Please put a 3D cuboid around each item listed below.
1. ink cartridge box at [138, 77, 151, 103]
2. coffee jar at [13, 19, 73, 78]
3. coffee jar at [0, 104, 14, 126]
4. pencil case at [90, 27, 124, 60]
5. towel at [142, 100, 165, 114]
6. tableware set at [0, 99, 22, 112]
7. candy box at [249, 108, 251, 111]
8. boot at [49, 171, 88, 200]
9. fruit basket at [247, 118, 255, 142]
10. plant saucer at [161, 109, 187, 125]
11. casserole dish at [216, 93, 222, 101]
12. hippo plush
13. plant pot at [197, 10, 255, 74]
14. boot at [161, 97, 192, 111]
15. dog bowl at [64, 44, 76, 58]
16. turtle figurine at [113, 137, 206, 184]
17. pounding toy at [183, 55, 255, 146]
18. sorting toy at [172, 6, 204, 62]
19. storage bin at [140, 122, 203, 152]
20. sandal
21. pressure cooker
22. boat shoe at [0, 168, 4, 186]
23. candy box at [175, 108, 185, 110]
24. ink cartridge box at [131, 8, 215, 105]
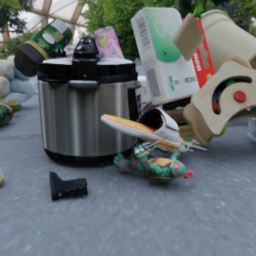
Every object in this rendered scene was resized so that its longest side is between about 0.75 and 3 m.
[{"bbox_3d":[0.022,-2.000,14.511,2.858,1.183,2.094,-3,16,-11],"label":"ink cartridge box"},{"bbox_3d":[-2.441,-2.294,8.082,0.980,0.802,1.880,-33,21,49],"label":"coffee jar"},{"bbox_3d":[-4.449,-0.379,9.499,0.589,0.720,1.380,29,17,-3],"label":"coffee jar"},{"bbox_3d":[-0.525,-2.221,8.862,0.858,1.963,0.858,-22,-14,-5],"label":"pencil case"},{"bbox_3d":[1.092,-0.908,8.315,1.247,0.210,1.305,-37,-8,39],"label":"towel"},{"bbox_3d":[-5.172,-0.716,10.552,2.058,0.316,1.386,-14,-11,-7],"label":"tableware set"},{"bbox_3d":[5.459,-1.409,11.382,0.728,1.708,2.036,8,17,27],"label":"candy box"},{"bbox_3d":[-1.115,1.036,5.197,0.658,0.297,0.803,-7,24,-17],"label":"boot"},{"bbox_3d":[3.780,-0.748,7.346,1.239,2.643,2.448,-12,15,8],"label":"fruit basket"},{"bbox_3d":[1.096,-0.307,8.299,2.126,0.389,2.126,-8,2,0],"label":"plant saucer"},{"bbox_3d":[3.456,-1.424,11.455,1.636,0.524,2.701,-2,16,-17],"label":"casserole dish"},{"bbox_3d":[-5.499,-1.999,12.415,2.316,2.294,2.880,4,21,25],"label":"hippo plush"},{"bbox_3d":[3.598,-2.454,10.003,2.737,2.737,2.506,-10,39,-32],"label":"plant pot"},{"bbox_3d":[1.481,-0.704,8.323,0.893,0.337,1.020,1,-3,2],"label":"boot"},{"bbox_3d":[-1.974,-2.124,9.924,1.600,1.600,0.590,-7,54,-23],"label":"dog bowl"},{"bbox_3d":[0.582,0.657,5.538,1.299,0.874,1.736,5,-7,-41],"label":"turtle figurine"},{"bbox_3d":[2.594,-0.576,7.129,1.570,1.575,2.745,42,70,12],"label":"pounding toy"},{"bbox_3d":[1.503,-2.261,6.605,0.167,1.135,0.839,30,-3,44],"label":"sorting toy"},{"bbox_3d":[1.212,0.079,7.952,1.439,0.679,1.449,-8,18,-27],"label":"storage bin"},{"bbox_3d":[0.496,-0.099,5.922,2.283,0.654,0.875,15,12,-42],"label":"sandal"},{"bbox_3d":[-0.965,-0.751,6.888,2.496,2.838,2.535,14,20,42],"label":"pressure cooker"},{"bbox_3d":[-3.449,0.792,5.319,2.088,0.693,0.773,-1,15,-4],"label":"boat shoe"},{"bbox_3d":[2.638,-0.836,11.398,1.413,0.602,1.684,9,18,30],"label":"candy box"},{"bbox_3d":[1.554,-1.978,7.518,2.803,2.255,0.702,-17,3,-33],"label":"ink cartridge box"}]
